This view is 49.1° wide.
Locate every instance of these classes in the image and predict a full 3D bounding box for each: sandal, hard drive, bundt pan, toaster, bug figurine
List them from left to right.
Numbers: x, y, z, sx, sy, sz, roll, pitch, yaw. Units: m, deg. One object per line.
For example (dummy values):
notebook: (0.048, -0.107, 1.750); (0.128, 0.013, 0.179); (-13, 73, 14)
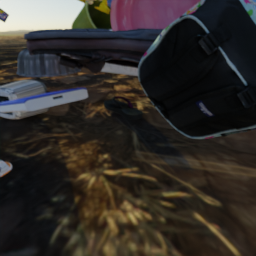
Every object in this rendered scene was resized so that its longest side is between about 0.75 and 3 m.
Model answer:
sandal: (-2.835, 0.906, 5.969); (0.375, 0.280, 0.978); (3, 21, 9)
toaster: (-3.665, -0.948, 9.598); (2.057, 1.169, 1.329); (11, 27, 38)
hard drive: (-1.965, -0.605, 6.261); (1.325, 0.255, 2.008); (-19, 13, -35)
bundt pan: (-2.122, -1.802, 7.436); (1.698, 0.637, 1.698); (-2, 20, 1)
bug figurine: (-1.066, -3.096, 6.108); (2.332, 0.600, 1.809); (22, 19, -8)
sandal: (-0.179, -0.831, 10.220); (0.799, 0.508, 2.124); (-14, 25, -32)

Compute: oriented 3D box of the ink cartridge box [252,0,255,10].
ink cartridge box: (3.435, -2.493, 6.837); (2.603, 1.673, 1.630); (15, -1, -21)

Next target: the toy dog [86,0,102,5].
toy dog: (-0.869, -3.464, 6.813); (0.628, 0.872, 0.900); (-5, 51, -3)

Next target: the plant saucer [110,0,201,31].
plant saucer: (0.719, -2.166, 5.649); (2.262, 2.262, 0.573); (12, 37, 28)

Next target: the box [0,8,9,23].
box: (-3.787, -3.339, 8.046); (0.274, 0.299, 0.852); (31, 3, 2)

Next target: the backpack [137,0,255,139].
backpack: (1.037, -0.711, 3.765); (1.380, 1.628, 1.833); (-42, 5, -28)

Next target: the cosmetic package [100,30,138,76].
cosmetic package: (0.266, -2.282, 8.367); (2.574, 1.306, 0.917); (16, 27, 39)

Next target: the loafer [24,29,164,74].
loafer: (-0.350, -1.307, 4.988); (2.780, 0.875, 0.999); (-6, 19, -17)

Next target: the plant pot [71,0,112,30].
plant pot: (-1.275, -4.064, 10.942); (1.972, 1.972, 1.873); (-18, 4, -40)

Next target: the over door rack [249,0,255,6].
over door rack: (1.917, -2.048, 4.370); (1.095, 0.809, 0.365); (25, 16, -29)
